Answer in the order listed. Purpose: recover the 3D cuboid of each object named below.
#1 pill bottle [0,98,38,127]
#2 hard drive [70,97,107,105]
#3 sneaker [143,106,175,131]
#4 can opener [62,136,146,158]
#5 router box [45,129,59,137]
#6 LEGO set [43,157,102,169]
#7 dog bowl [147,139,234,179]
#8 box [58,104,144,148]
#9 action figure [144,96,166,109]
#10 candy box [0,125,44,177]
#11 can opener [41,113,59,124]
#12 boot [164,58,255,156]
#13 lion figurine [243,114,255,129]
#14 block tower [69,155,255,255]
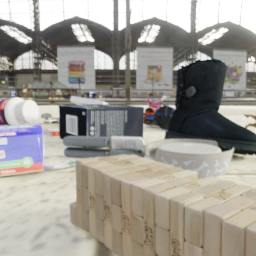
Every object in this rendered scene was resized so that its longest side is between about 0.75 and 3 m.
[{"bbox_3d":[-4.121,-0.485,9.698,1.900,1.059,1.059,-4,5,21],"label":"pill bottle"},{"bbox_3d":[-1.356,-0.919,11.877,1.966,0.262,1.297,13,-7,40],"label":"hard drive"},{"bbox_3d":[1.804,-0.466,12.919,1.153,1.108,2.940,7,7,-26],"label":"sneaker"},{"bbox_3d":[-0.601,0.473,6.425,2.122,0.559,0.705,2,9,23],"label":"can opener"},{"bbox_3d":[-2.776,0.176,10.805,0.705,0.192,0.785,-4,7,-30],"label":"router box"},{"bbox_3d":[-0.701,0.775,5.411,1.282,0.421,1.717,-5,-3,-40],"label":"LEGO set"},{"bbox_3d":[1.232,0.586,5.687,1.716,0.503,1.716,1,6,0],"label":"dog bowl"},{"bbox_3d":[-0.884,-0.144,8.952,2.036,1.195,2.002,-5,9,-35],"label":"box"},{"bbox_3d":[1.525,-0.956,14.668,1.699,1.265,1.138,31,-40,-14],"label":"action figure"},{"bbox_3d":[-2.630,0.420,5.767,1.712,0.780,2.024,-4,6,-17],"label":"candy box"},{"bbox_3d":[-4.000,-0.507,15.366,0.489,0.617,1.856,-1,1,23],"label":"can opener"},{"bbox_3d":[2.228,-0.635,7.344,1.108,2.438,2.902,15,-4,-36],"label":"boot"},{"bbox_3d":[3.637,0.107,7.558,0.775,1.265,0.458,-1,41,47],"label":"lion figurine"},{"bbox_3d":[0.484,0.816,2.363,0.758,0.811,2.805,-5,7,-40],"label":"block tower"}]
